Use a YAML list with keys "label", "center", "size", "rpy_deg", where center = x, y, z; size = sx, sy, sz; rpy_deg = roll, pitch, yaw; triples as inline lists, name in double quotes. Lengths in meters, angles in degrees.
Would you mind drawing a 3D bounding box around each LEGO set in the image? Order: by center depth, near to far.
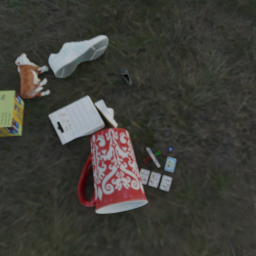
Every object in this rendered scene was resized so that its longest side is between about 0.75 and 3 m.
- label: "LEGO set"
  center: [1.192, 1.502, 11.127]
  size: [1.265, 0.416, 1.694]
  rpy_deg: [16, 82, 5]

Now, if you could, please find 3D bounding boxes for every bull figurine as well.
- label: "bull figurine"
  center: [-4.198, -2.259, 12.238]
  size: [1.324, 0.710, 2.182]
  rpy_deg: [-9, 70, -3]

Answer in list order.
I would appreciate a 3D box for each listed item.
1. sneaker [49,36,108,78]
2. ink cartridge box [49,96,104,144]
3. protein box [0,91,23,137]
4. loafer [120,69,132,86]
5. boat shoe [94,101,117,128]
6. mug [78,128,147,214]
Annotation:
- label: "sneaker"
  center: [-2.247, -3.451, 12.531]
  size: [2.909, 1.023, 1.166]
  rpy_deg: [-33, 70, -11]
- label: "ink cartridge box"
  center: [-2.136, -0.290, 11.688]
  size: [1.852, 0.464, 1.491]
  rpy_deg: [-28, 72, -6]
- label: "protein box"
  center: [-5.271, -0.542, 11.399]
  size: [1.596, 1.077, 1.585]
  rpy_deg: [-3, 70, -1]
- label: "loafer"
  center: [-0.078, -2.303, 12.466]
  size: [0.324, 0.284, 0.902]
  rpy_deg: [-28, 72, 0]
- label: "boat shoe"
  center: [-0.838, -0.618, 11.741]
  size: [0.495, 0.505, 1.428]
  rpy_deg: [-36, 73, -12]
- label: "mug"
  center: [-0.758, 1.591, 10.267]
  size: [2.446, 1.838, 2.755]
  rpy_deg: [-9, 67, -5]
